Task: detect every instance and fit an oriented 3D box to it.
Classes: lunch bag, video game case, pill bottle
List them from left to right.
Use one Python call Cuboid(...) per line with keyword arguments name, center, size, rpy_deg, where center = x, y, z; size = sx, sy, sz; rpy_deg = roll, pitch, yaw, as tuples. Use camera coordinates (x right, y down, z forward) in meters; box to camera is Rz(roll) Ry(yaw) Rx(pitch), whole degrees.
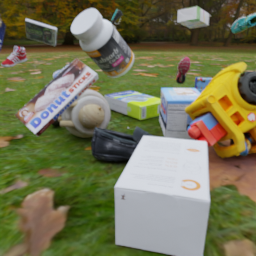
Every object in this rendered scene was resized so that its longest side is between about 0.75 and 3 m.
Cuboid(name="video game case", center=(-3.466, -3.775, 11.164), size=(1.189, 0.139, 1.081), rpy_deg=(14, -23, -12))
Cuboid(name="pill bottle", center=(-1.054, -3.555, 12.005), size=(1.634, 1.634, 2.808), rpy_deg=(16, -16, 39))
Cuboid(name="lunch bag", center=(5.037, -2.106, 15.829), size=(1.957, 1.223, 2.600), rpy_deg=(10, 9, 28))

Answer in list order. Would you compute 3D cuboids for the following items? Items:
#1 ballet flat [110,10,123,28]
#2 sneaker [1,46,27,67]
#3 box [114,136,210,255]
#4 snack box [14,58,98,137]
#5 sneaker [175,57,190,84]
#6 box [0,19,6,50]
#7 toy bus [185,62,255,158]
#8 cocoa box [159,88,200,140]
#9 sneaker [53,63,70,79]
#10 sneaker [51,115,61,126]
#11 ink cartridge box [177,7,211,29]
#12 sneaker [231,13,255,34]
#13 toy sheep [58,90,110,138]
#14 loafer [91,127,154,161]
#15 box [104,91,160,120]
Cuboid(name="ballet flat", center=(-0.658, -4.673, 12.519), size=(0.419, 1.225, 0.417), rpy_deg=(31, 21, -24))
Cuboid(name="sneaker", center=(-3.863, -2.413, 9.434), size=(0.344, 0.543, 0.966), rpy_deg=(30, 43, 19))
Cuboid(name="box", center=(0.808, 1.219, 5.829), size=(1.575, 1.234, 2.532), rpy_deg=(5, 20, 13))
Cuboid(name="snack box", center=(-1.715, -0.776, 6.854), size=(0.751, 0.254, 2.090), rpy_deg=(39, 75, 15))
Cuboid(name="sneaker", center=(2.437, -2.621, 12.608), size=(0.534, 1.325, 0.495), rpy_deg=(14, 48, 2))
Cuboid(name="box", center=(-4.058, -2.735, 8.465), size=(0.280, 1.729, 1.047), rpy_deg=(11, 0, -11))
Cuboid(name="toy bus", center=(3.044, -0.053, 8.312), size=(2.684, 2.796, 1.897), rpy_deg=(-40, 2, -20))
Cuboid(name="cocoa box", center=(2.029, -0.612, 10.662), size=(1.487, 1.463, 2.230), rpy_deg=(0, 19, 1))
Cuboid(name="sneaker", center=(-2.944, -2.697, 13.574), size=(1.467, 0.555, 0.565), rpy_deg=(-35, 32, -3))
Cuboid(name="sneaker", center=(-2.273, -0.845, 11.879), size=(1.233, 1.130, 2.944), rpy_deg=(6, 21, 28))
Cuboid(name="ink cartridge box", center=(2.833, -4.607, 11.860), size=(0.900, 0.517, 1.537), rpy_deg=(5, 8, 38))
Cuboid(name="sneaker", center=(3.307, -2.930, 7.797), size=(0.945, 0.366, 0.376), rpy_deg=(-20, 18, 40))
Cuboid(name="toy sheep", center=(-1.561, -0.522, 10.050), size=(1.891, 1.891, 2.743), rpy_deg=(-6, 15, -16))
Cuboid(name="loafer", center=(0.320, 0.472, 8.173), size=(2.871, 1.008, 0.975), rpy_deg=(3, 9, 8))
Cuboid(name="box", center=(0.239, -1.154, 13.380), size=(1.820, 0.711, 2.985), rpy_deg=(-15, 25, -38))
